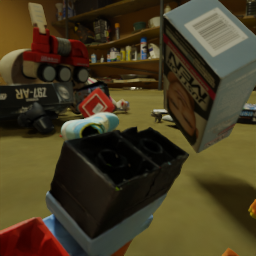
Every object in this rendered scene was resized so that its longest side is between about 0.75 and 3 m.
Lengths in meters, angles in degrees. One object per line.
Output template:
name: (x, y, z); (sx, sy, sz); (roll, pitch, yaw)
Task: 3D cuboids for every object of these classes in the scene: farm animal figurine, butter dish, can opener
farm animal figurine: (-2.604, -1.323, 10.583); (2.083, 2.580, 1.297); (16, 49, -1)
butter dish: (-0.813, -0.521, 7.916); (0.851, 0.854, 0.631); (50, 8, 21)
can opener: (-2.467, -0.232, 7.837); (0.713, 0.885, 2.250); (-27, 5, -3)

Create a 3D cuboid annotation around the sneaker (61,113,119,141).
sneaker: (-0.615, 0.032, 6.220); (1.483, 0.590, 0.968); (-19, 17, -36)

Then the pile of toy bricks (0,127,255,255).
pile of toy bricks: (0.347, 0.711, 0.840); (1.163, 1.035, 2.096); (38, 28, 28)

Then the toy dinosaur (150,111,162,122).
toy dinosaur: (1.029, -0.407, 9.433); (0.298, 0.396, 0.775); (5, 11, 28)

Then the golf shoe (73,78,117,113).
golf shoe: (-1.307, -1.535, 11.775); (2.286, 1.053, 0.830); (35, -36, -23)

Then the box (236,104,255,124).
box: (4.269, -0.528, 9.794); (2.094, 0.524, 2.110); (6, 11, 35)

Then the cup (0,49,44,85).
cup: (-4.005, -2.139, 10.304); (1.175, 1.643, 1.643); (19, 17, 27)

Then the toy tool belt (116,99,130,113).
toy tool belt: (-0.157, -0.952, 12.162); (0.551, 0.560, 0.897); (9, -9, -23)

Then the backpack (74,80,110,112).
backpack: (-1.310, -0.956, 10.346); (1.289, 1.042, 1.353); (-5, -24, 0)

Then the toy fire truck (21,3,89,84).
toy fire truck: (-2.228, -2.532, 8.448); (1.423, 2.212, 1.947); (16, 15, 37)

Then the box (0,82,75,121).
box: (-3.082, -0.759, 8.612); (2.255, 0.613, 2.815); (-7, -2, -25)

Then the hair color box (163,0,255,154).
hair color box: (0.864, -0.471, 3.271); (0.549, 0.896, 1.810); (-29, -25, -6)

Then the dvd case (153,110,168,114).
dvd case: (1.448, -0.697, 12.050); (0.677, 0.083, 0.948); (4, 8, 3)

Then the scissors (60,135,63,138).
scissors: (-1.365, 0.166, 7.022); (0.284, 0.054, 0.775); (4, 9, 39)

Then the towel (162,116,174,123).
towel: (1.767, -0.300, 8.381); (1.160, 0.200, 1.117); (-5, 9, -18)
